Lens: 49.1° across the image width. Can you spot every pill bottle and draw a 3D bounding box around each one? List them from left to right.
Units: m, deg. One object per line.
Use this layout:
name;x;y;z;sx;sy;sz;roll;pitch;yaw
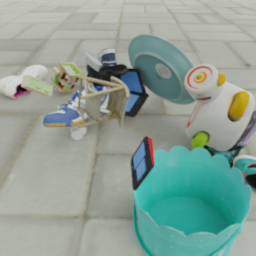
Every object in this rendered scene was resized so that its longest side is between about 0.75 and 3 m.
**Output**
pill bottle;-1.710;-0.032;9.772;0.546;0.546;0.987;0;36;0

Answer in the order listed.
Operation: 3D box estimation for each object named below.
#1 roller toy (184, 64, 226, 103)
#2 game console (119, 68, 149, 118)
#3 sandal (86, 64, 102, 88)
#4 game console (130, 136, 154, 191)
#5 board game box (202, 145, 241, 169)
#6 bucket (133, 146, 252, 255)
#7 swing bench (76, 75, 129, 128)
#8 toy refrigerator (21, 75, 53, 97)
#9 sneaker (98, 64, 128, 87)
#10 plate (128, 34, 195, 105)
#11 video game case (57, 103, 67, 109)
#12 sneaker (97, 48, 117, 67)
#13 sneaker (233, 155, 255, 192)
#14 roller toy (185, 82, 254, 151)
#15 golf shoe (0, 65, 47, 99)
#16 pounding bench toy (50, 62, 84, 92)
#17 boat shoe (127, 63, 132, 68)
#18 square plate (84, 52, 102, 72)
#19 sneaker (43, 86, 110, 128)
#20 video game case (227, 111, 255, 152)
roller toy;1.981;-1.179;7.361;0.903;0.692;0.990;-45;49;8
game console;-0.127;-1.310;10.226;1.439;0.991;1.670;-57;33;-8
sandal;-1.353;-1.874;11.185;0.765;0.459;2.038;15;50;-33
game console;0.266;0.701;5.646;0.143;0.920;0.813;16;42;-14
board game box;3.042;0.540;9.208;1.273;0.265;1.882;20;39;26
bucket;1.274;1.768;6.141;2.510;1.633;2.510;-3;33;2
swing bench;-0.637;-0.603;6.766;1.146;1.140;0.744;-2;52;-15
toy refrigerator;-3.190;-1.469;9.896;0.373;0.405;1.067;2;-12;33
sneaker;-0.493;-1.794;9.939;1.533;0.799;0.460;7;51;39
plate;1.064;-1.759;9.308;2.943;2.943;0.376;28;67;34
video game case;-2.207;-0.637;10.490;0.711;0.086;0.781;-15;55;-25
sneaker;-1.053;-3.278;14.424;0.802;1.241;2.287;-11;6;-10
sneaker;3.865;1.309;7.689;1.748;0.731;1.055;5;37;6
roller toy;2.769;-0.371;8.376;1.486;2.127;1.940;25;28;5
golf shoe;-4.483;-2.014;12.513;1.113;0.916;2.433;33;52;24
pounding bench toy;-2.790;-2.099;11.826;1.367;1.066;0.849;-13;60;-53
boat shoe;0.982;-2.634;13.372;2.275;0.748;0.819;19;39;25
square plate;-1.308;-2.370;10.197;0.765;0.758;0.109;37;77;-4
sneaker;-1.698;-0.733;9.209;0.979;1.146;2.600;4;18;42
video game case;3.517;0.031;8.206;0.142;1.071;1.499;38;81;5
